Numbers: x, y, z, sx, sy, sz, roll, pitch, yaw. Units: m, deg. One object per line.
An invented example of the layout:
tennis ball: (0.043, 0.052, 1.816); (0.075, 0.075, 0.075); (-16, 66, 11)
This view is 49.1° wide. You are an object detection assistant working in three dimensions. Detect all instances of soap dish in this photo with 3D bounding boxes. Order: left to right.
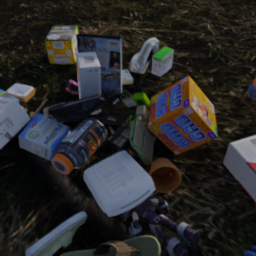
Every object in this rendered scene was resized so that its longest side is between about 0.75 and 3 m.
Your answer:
soap dish: (-4.918, -1.585, 12.826); (1.076, 0.437, 0.846); (15, 45, 15)

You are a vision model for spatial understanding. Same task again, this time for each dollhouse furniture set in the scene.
dollhouse furniture set: (0.217, 0.116, 10.165); (1.162, 1.516, 2.315); (-10, 53, 26)

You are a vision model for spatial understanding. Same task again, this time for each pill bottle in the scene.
pill bottle: (-1.749, 0.666, 9.923); (1.122, 1.122, 2.112); (21, 48, 21)

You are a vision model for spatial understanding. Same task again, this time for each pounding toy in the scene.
pounding toy: (-2.965, -0.575, 11.283); (1.723, 0.988, 0.985); (-21, 50, -27)

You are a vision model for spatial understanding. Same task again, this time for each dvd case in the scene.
dvd case: (-1.238, -2.803, 12.466); (1.922, 2.694, 0.236); (7, 39, 7)

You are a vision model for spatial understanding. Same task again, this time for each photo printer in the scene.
photo printer: (-0.279, 1.699, 8.640); (1.746, 0.729, 2.099); (-27, 32, -15)

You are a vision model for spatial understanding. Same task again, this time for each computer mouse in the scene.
computer mouse: (-1.548, -0.738, 10.498); (2.835, 0.747, 1.963); (-15, 12, -2)

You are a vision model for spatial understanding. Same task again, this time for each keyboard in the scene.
keyboard: (-0.658, -0.384, 11.729); (1.314, 0.169, 0.789); (11, 46, 8)

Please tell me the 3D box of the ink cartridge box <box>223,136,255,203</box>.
ink cartridge box: (4.925, 1.157, 9.401); (2.623, 1.087, 1.925); (-14, 44, -15)

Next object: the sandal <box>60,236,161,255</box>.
sandal: (-0.528, 3.440, 7.120); (2.887, 0.824, 1.146); (-9, 47, -8)

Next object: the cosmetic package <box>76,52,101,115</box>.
cosmetic package: (-1.634, -1.793, 11.618); (0.837, 2.349, 1.191); (-7, 44, -12)

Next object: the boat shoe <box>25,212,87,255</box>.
boat shoe: (-1.891, 3.077, 7.814); (1.882, 0.678, 0.584); (-32, 79, -28)

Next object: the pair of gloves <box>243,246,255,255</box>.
pair of gloves: (3.642, 4.275, 6.651); (2.393, 0.339, 2.977); (28, 51, 26)

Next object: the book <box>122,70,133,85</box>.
book: (-0.661, -2.472, 13.848); (1.590, 0.382, 1.062); (-10, 41, -11)

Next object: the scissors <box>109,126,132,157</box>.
scissors: (-0.319, 0.570, 10.779); (0.747, 0.142, 2.043); (-7, 42, -4)

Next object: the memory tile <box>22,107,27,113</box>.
memory tile: (-5.003, -0.625, 12.046); (0.848, 0.093, 1.106); (30, 50, 28)

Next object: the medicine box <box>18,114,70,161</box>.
medicine box: (-3.048, 0.342, 10.327); (1.398, 0.720, 1.274); (23, 48, 4)

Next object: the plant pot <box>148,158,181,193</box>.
plant pot: (1.143, 1.491, 9.208); (1.055, 1.055, 0.739); (-1, 26, -2)

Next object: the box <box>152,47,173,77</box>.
box: (1.768, -3.368, 14.287); (0.570, 1.040, 1.179); (26, 50, 25)

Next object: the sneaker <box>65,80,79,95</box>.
sneaker: (-2.412, -1.709, 13.022); (1.321, 0.522, 0.630); (31, 73, 30)

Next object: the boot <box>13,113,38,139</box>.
boot: (-4.080, -0.095, 11.207); (1.010, 0.459, 1.202); (-4, 49, -10)

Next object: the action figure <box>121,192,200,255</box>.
action figure: (0.820, 2.735, 7.992); (1.527, 0.814, 2.346); (-36, 45, -24)

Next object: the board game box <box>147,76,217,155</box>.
board game box: (1.956, -0.423, 10.131); (1.724, 1.724, 1.726); (-29, 32, 32)

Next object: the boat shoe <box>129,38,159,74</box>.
boat shoe: (1.024, -3.788, 14.829); (0.882, 1.014, 2.751); (25, 52, 16)

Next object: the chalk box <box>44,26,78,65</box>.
chalk box: (-3.501, -4.691, 15.438); (1.436, 1.429, 2.309); (2, 42, 4)

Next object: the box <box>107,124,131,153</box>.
box: (-0.213, 0.408, 10.489); (0.714, 0.399, 1.012); (31, 55, 20)

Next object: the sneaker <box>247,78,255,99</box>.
sneaker: (6.287, -1.213, 11.838); (2.721, 1.067, 1.025); (32, 63, -2)

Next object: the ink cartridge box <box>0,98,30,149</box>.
ink cartridge box: (-5.158, 0.066, 10.063); (1.891, 1.068, 2.581); (9, 49, 35)

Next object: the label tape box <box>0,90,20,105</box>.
label tape box: (-5.416, -1.088, 12.073); (1.212, 0.401, 0.868); (27, 50, 24)
